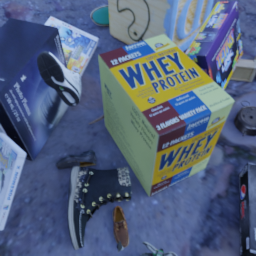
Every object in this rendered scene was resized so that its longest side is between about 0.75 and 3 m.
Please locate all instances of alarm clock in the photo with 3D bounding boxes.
[{"bbox_3d":[3.896,-0.362,8.921,0.985,0.486,1.460,-1,49,0],"label":"alarm clock"}]

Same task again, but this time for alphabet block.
[{"bbox_3d":[1.255,-4.782,10.781,2.988,2.918,2.934,35,58,25],"label":"alphabet block"}]

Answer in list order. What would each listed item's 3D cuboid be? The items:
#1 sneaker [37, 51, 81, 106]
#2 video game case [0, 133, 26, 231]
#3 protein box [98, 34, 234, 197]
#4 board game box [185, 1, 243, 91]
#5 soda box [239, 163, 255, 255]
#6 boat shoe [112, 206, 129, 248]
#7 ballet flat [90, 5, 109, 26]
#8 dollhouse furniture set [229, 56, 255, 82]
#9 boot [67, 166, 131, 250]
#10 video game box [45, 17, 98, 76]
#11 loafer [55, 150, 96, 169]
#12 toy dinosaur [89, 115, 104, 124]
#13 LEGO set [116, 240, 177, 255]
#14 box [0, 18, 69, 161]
[{"bbox_3d":[-1.702,-1.358,7.142,0.581,1.539,0.886,-19,35,16],"label":"sneaker"},{"bbox_3d":[-2.809,1.065,6.132,1.774,0.195,1.617,19,93,51],"label":"video game case"},{"bbox_3d":[0.741,-0.308,7.346,1.914,2.837,2.816,-23,56,-17],"label":"protein box"},{"bbox_3d":[2.601,-2.165,8.185,0.653,1.904,2.303,16,63,35],"label":"board game box"},{"bbox_3d":[3.236,2.035,6.892,0.809,0.724,2.285,11,54,8],"label":"soda box"},{"bbox_3d":[-0.205,2.395,6.858,0.360,0.338,1.000,-9,53,-7],"label":"boat shoe"},{"bbox_3d":[-0.612,-5.111,12.503,2.468,0.832,0.769,-22,28,-20],"label":"ballet flat"},{"bbox_3d":[5.182,-2.989,9.572,2.933,2.594,1.631,8,52,5],"label":"dollhouse furniture set"},{"bbox_3d":[-0.678,1.871,7.013,1.583,0.757,2.096,-2,53,-5],"label":"boot"},{"bbox_3d":[-2.420,-2.988,10.511,2.058,0.529,2.259,21,54,-6],"label":"video game box"},{"bbox_3d":[-1.456,0.985,7.913,1.148,0.418,0.415,-17,59,-11],"label":"loafer"},{"bbox_3d":[-0.026,-1.084,9.121,0.827,1.455,2.739,38,55,10],"label":"toy dinosaur"},{"bbox_3d":[-0.096,3.367,6.058,2.519,0.714,1.636,-12,50,7],"label":"LEGO set"},{"bbox_3d":[-3.022,-1.068,7.960,1.720,2.792,2.769,15,54,12],"label":"box"}]
